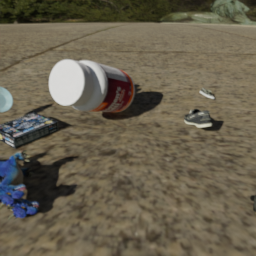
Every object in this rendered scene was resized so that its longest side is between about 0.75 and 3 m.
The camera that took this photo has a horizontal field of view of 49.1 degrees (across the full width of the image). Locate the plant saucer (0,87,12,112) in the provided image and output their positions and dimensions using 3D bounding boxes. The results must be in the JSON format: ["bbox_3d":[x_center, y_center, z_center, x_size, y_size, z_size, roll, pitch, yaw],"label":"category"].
[{"bbox_3d":[-4.431,-0.945,9.501,0.946,0.946,0.182,-25,0,-42],"label":"plant saucer"}]

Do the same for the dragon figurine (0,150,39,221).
[{"bbox_3d":[-3.107,1.094,6.062,2.940,0.865,1.461,8,26,14],"label":"dragon figurine"}]

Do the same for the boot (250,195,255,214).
[{"bbox_3d":[2.819,1.717,5.315,0.890,0.499,1.287,5,12,20],"label":"boot"}]

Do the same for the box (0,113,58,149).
[{"bbox_3d":[-3.239,0.032,8.881,1.257,0.364,1.581,19,31,34],"label":"box"}]

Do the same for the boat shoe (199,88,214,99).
[{"bbox_3d":[3.422,-1.496,12.078,0.319,0.287,0.901,13,20,-32],"label":"boat shoe"}]

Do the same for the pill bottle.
[{"bbox_3d":[-1.108,-1.347,9.394,1.619,1.619,2.955,14,9,27],"label":"pill bottle"}]

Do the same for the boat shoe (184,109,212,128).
[{"bbox_3d":[2.271,-0.377,9.222,0.585,0.551,1.629,-14,8,-7],"label":"boat shoe"}]
